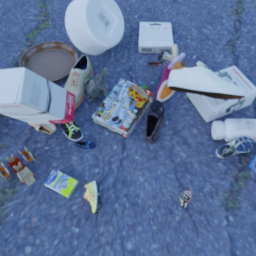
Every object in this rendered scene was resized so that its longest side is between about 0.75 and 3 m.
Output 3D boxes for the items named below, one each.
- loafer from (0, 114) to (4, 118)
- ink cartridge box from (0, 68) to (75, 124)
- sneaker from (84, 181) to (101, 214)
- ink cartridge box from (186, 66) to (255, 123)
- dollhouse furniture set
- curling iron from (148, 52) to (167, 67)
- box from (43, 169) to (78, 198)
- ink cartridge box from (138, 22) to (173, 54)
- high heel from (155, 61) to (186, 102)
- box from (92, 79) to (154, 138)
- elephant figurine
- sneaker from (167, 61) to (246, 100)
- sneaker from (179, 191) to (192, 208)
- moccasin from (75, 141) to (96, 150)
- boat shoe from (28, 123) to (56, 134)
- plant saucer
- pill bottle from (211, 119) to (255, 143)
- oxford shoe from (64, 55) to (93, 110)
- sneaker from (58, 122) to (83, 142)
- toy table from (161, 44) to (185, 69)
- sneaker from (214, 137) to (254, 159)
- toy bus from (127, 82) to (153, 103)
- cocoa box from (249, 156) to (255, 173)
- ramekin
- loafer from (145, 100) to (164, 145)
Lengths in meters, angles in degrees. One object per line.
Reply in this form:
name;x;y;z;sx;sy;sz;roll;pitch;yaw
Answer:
loafer;-5.462;-0.600;10.917;1.048;0.918;2.917;36;63;27
ink cartridge box;-3.300;-0.941;9.218;1.952;2.687;1.120;0;78;22
sneaker;-1.228;2.373;9.441;0.531;0.459;1.175;-15;47;3
ink cartridge box;3.878;-1.458;11.683;2.292;0.964;1.673;-21;59;-14
dollhouse furniture set;-3.878;1.486;10.031;1.239;0.638;1.226;-38;52;-23
curling iron;1.250;-2.896;12.257;0.274;2.141;0.531;15;92;-12
box;-2.379;1.917;9.812;1.064;0.254;0.649;24;58;12
ink cartridge box;1.369;-4.574;14.166;1.688;0.522;2.082;1;50;1
high heel;1.629;-2.057;12.456;1.092;0.767;2.277;7;65;57
box;-0.171;-0.868;11.586;1.634;0.476;2.387;25;59;16
elephant figurine;-1.240;-1.730;11.419;0.991;1.087;1.401;-32;17;-18
sneaker;3.000;-1.811;10.347;2.929;1.066;1.240;11;84;-4
sneaker;1.920;2.278;9.225;0.369;0.868;0.334;-33;61;-32
moccasin;-1.615;0.665;10.670;0.806;0.275;0.324;-2;56;-1
boat shoe;-3.454;-0.065;11.004;1.191;0.439;0.412;15;46;8
plant saucer;-3.661;-3.026;13.095;2.690;0.431;2.690;0;56;-1
pill bottle;4.063;0.102;10.670;1.585;0.907;0.907;1;56;1
oxford shoe;-2.297;-1.963;11.988;0.996;1.038;2.813;9;57;6
sneaker;-2.371;-0.136;10.816;0.567;0.655;1.582;-40;81;-15
toy table;1.892;-3.013;11.857;0.959;1.043;0.611;-30;85;-43
sneaker;3.849;0.733;10.280;1.536;0.654;0.592;-13;79;-10
toy bus;0.413;-1.312;11.212;0.888;0.486;0.941;-18;83;-51
cocoa box;5.710;0.985;9.725;2.245;1.473;1.497;-29;61;-18
ramekin;-1.415;-4.763;12.800;1.285;2.636;2.636;0;46;46
loafer;1.005;-0.297;10.870;0.667;0.584;1.855;4;70;20
